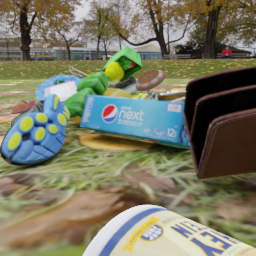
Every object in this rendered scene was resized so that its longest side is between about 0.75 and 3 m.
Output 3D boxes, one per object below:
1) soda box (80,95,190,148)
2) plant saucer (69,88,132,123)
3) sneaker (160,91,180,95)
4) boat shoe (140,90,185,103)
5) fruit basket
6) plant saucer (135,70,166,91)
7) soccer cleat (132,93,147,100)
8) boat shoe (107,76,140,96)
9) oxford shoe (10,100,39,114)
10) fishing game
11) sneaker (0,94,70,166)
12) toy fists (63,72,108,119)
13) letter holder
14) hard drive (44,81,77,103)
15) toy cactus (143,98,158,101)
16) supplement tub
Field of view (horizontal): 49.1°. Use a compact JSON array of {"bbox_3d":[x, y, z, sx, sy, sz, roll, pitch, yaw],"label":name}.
[{"bbox_3d":[0.180,-0.184,6.528,2.608,0.837,0.885,10,-6,33],"label":"soda box"},{"bbox_3d":[-1.114,-0.863,9.568,1.877,0.455,1.877,11,40,40],"label":"plant saucer"},{"bbox_3d":[1.717,-1.095,10.836,0.963,0.806,2.176,-16,15,14],"label":"sneaker"},{"bbox_3d":[0.862,-0.869,9.113,2.342,0.999,0.865,-3,45,17],"label":"boat shoe"},{"bbox_3d":[-0.300,-2.128,10.222,1.069,1.482,1.482,27,-3,-30],"label":"fruit basket"},{"bbox_3d":[0.681,-1.578,9.025,1.064,0.195,1.064,-22,33,16],"label":"plant saucer"},{"bbox_3d":[0.135,-0.761,10.464,2.535,0.820,1.060,-5,34,-31],"label":"soccer cleat"},{"bbox_3d":[-0.545,-1.370,10.949,2.099,0.744,0.756,-22,-13,14],"label":"boat shoe"},{"bbox_3d":[-3.381,-0.602,9.265,0.971,0.358,0.344,-16,57,-10],"label":"oxford shoe"},{"bbox_3d":[-2.742,-1.581,11.157,1.974,0.428,2.757,33,59,30],"label":"fishing game"},{"bbox_3d":[-1.983,0.094,5.979,1.110,0.950,2.679,-34,20,12],"label":"sneaker"},{"bbox_3d":[-1.260,-1.037,8.750,1.017,0.686,1.996,-19,30,40],"label":"toy fists"},{"bbox_3d":[2.172,-0.317,3.879,2.523,1.269,1.794,-7,-30,3],"label":"letter holder"},{"bbox_3d":[-2.327,-1.128,9.792,1.158,0.313,1.657,-16,32,-8],"label":"hard drive"},{"bbox_3d":[0.635,-0.399,8.546,0.957,1.160,0.593,32,26,-21],"label":"toy cactus"},{"bbox_3d":[0.425,1.003,1.332,1.293,0.933,0.933,12,17,43],"label":"supplement tub"}]
